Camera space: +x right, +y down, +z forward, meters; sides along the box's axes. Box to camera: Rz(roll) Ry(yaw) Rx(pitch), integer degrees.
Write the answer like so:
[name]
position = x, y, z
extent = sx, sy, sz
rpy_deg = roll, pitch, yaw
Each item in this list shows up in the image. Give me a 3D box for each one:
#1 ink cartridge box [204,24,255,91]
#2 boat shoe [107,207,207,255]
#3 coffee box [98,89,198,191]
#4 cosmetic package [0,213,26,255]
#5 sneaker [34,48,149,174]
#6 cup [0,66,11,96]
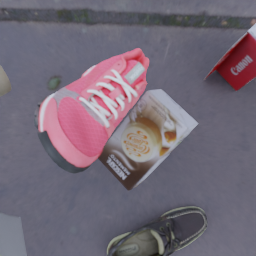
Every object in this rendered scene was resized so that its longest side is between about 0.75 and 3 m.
[ink cartridge box]
position = 2.888, -1.687, 6.404
extent = 1.809, 2.060, 0.864
rpy_deg = -41, 83, -6
[boat shoe]
position = 0.709, 2.535, 6.314
extent = 2.488, 0.806, 0.911
rpy_deg = -25, 81, -4
[coffee box]
position = 0.311, 0.228, 5.079
extent = 0.941, 0.656, 1.646
rpy_deg = 45, 117, 14
[cosmetic package]
position = -2.732, 1.819, 3.902
extent = 1.431, 2.679, 1.208
rpy_deg = -22, 65, 1
[sneaker]
position = -0.368, -0.558, 4.288
extent = 1.263, 2.912, 1.073
rpy_deg = -32, 110, 29
[cup]
position = -2.761, -0.847, 4.410
extent = 1.433, 1.433, 1.025
rpy_deg = 40, 66, 6
